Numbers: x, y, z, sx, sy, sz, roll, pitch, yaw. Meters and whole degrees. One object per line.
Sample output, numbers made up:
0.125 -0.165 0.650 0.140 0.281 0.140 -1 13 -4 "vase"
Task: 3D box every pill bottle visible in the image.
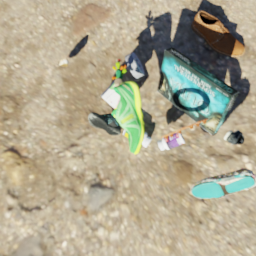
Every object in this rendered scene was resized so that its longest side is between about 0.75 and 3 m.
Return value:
0.353 0.293 10.570 1.021 0.572 0.572 34 74 8 "pill bottle"
1.498 0.476 9.841 0.872 0.486 0.486 -25 72 14 "pill bottle"

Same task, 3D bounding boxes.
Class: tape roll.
0.262 -2.430 10.905 0.325 0.983 0.983 -25 71 18 "tape roll"

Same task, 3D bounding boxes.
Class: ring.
1.781 0.054 8.787 1.576 1.576 0.151 -21 84 -7 "ring"

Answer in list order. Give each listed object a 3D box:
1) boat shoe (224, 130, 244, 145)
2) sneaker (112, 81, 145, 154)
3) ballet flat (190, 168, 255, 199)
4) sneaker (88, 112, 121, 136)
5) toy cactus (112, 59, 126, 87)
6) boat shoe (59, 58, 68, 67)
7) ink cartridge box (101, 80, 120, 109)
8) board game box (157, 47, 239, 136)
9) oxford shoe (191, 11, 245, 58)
3.435 0.345 8.822 0.429 1.295 0.484 41 105 30 "boat shoe"
-0.010 -0.287 8.544 0.932 0.826 2.231 -8 82 -2 "sneaker"
2.884 1.688 8.497 1.965 0.628 0.743 -17 106 24 "ballet flat"
-0.862 -0.253 10.288 0.623 1.652 0.655 -11 63 31 "sneaker"
-0.341 -1.695 9.490 0.545 1.065 0.879 8 44 4 "toy cactus"
-2.536 -2.603 11.113 0.307 0.832 0.288 6 93 -28 "boat shoe"
-0.315 -1.095 10.453 1.148 0.482 0.831 42 94 -18 "ink cartridge box"
2.269 -1.279 9.897 0.409 1.967 2.908 -30 58 -28 "board game box"
3.847 -3.953 11.849 2.656 0.947 0.947 39 74 10 "oxford shoe"
